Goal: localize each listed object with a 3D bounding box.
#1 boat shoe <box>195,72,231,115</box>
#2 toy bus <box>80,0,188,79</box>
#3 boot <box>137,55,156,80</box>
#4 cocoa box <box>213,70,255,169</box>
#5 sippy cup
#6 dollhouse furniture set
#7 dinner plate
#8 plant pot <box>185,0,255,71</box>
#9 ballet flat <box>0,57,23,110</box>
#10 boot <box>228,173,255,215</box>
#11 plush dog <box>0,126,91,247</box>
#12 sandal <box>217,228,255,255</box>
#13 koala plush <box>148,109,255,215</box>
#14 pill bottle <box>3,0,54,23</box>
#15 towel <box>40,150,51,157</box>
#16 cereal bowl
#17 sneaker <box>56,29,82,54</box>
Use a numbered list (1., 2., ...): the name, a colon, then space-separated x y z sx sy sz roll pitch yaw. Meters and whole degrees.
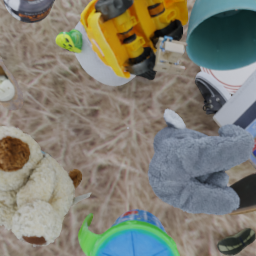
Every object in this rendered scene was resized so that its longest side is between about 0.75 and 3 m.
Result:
1. boat shoe: 2.768 -0.630 8.681 0.791 0.835 2.389 -38 90 -8
2. toy bus: -0.209 -2.254 5.847 2.164 1.530 2.254 19 58 42
3. boot: 0.432 -2.455 8.998 1.286 0.647 1.720 11 91 9
4. cocoa box: 3.708 -0.580 6.164 1.857 2.784 1.827 -16 61 -36
5. sippy cup: 0.185 2.562 5.911 1.765 1.648 2.248 -30 90 6
6. dollhouse furniture set: 0.838 -1.395 5.032 0.550 0.786 0.554 9 75 -7
7. dinner plate: 3.481 -2.224 9.168 2.401 0.291 2.401 0 81 0
8. plant pot: 2.050 -2.248 5.793 1.695 1.695 1.360 5 63 1
9. ballet flat: -3.109 -1.197 6.433 0.729 0.720 2.142 -22 123 -2
10. boot: 2.958 1.306 5.440 2.408 0.886 0.908 -29 112 27
11. plush dog: -2.145 0.907 5.854 2.020 2.518 2.163 -45 116 -33
12. sandal: 3.167 3.345 8.215 1.272 0.363 0.505 -15 78 -18
13. koala plush: 1.020 0.494 5.335 1.719 1.871 1.659 2 111 -14
14. pill bottle: -2.269 -3.147 6.324 1.226 2.308 1.226 -4 104 -18
15. towel: -3.462 1.060 8.660 1.778 0.193 1.304 26 81 4
16. cereal bowl: -0.694 -1.863 7.221 0.805 1.933 1.933 -32 80 30
17. sneaker: -1.198 -1.849 5.809 0.395 1.066 0.446 15 96 1
